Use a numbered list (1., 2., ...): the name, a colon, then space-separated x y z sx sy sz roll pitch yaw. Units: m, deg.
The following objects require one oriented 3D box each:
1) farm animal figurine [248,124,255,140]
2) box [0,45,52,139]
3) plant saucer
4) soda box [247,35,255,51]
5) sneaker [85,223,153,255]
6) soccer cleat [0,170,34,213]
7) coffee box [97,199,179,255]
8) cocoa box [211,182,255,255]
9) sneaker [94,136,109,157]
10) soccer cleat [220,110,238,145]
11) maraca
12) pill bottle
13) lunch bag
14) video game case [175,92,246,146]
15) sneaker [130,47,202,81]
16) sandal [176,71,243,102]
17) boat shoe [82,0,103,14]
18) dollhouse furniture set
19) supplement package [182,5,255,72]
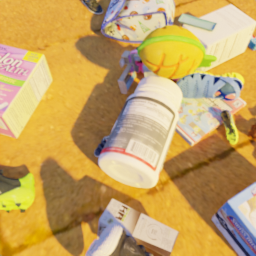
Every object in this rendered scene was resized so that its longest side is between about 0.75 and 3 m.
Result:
1. farm animal figurine: 4.788 0.330 8.482 1.917 1.011 1.938 -26 61 -15
2. box: -4.300 -1.338 9.356 2.375 1.305 2.700 15 59 9
3. plant saucer: 2.450 -3.711 9.905 1.299 0.123 0.454 22 60 17
4. soda box: 4.937 -3.565 11.344 0.300 0.318 0.936 -21 60 -13
5. sneaker: -0.269 2.932 5.864 1.306 2.295 0.866 33 45 3
6. soccer cleat: -4.007 1.756 7.721 2.816 0.951 1.141 1 50 -7
7. coffee box: 0.198 2.677 6.925 1.812 1.036 0.722 23 45 14
8. cocoa box: 3.618 2.123 7.048 2.316 1.520 1.545 -27 62 -16
9. sneaker: -0.726 0.519 8.547 0.853 0.339 0.334 -43 63 -10
10. soccer cleat: 3.294 -0.041 8.995 0.476 0.368 1.139 -7 79 -53
11. maraca: 1.406 -2.051 8.001 1.756 2.561 1.370 -4 81 46
12. pill bottle: 0.466 0.056 8.173 1.705 1.705 2.994 18 61 11
13. lunch bag: 0.383 -4.711 11.326 2.737 1.695 2.327 2 56 18
14. video game case: 2.470 -0.734 9.620 2.589 0.226 1.851 -34 64 -19
15. sneaker: 1.411 -2.557 10.391 2.737 1.081 1.305 15 42 9
16. sandal: 2.677 -1.301 9.135 2.299 0.914 1.001 -4 36 7
17. boat shoe: -1.621 -5.631 12.552 0.534 0.474 1.428 -29 62 -17
18. dollhouse furniture set: 0.469 -1.765 9.614 1.411 1.332 0.921 13 58 22
19. supplement package: 3.281 -3.347 10.557 2.381 1.397 1.392 -27 61 -17
